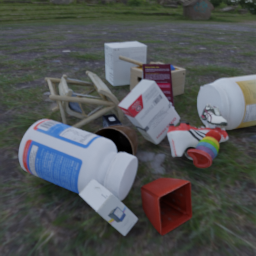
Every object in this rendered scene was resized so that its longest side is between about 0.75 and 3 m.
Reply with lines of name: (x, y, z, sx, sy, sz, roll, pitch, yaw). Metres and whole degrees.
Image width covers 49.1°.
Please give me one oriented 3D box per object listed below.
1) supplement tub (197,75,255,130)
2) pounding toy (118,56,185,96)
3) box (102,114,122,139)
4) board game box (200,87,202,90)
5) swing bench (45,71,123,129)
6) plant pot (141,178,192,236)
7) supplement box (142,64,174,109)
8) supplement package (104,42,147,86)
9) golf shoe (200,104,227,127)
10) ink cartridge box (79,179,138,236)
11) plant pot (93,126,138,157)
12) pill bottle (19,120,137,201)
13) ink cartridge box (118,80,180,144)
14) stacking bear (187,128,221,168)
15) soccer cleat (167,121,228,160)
supplement tub: (4.337, -1.000, 10.948, 2.760, 1.993, 1.993, -9, 28, -17)
pounding toy: (1.192, -2.759, 14.600, 2.408, 1.860, 2.616, -19, 32, -34)
box: (-0.579, 0.066, 10.106, 0.477, 0.834, 0.916, -10, 28, -17)
board game box: (4.400, -1.701, 14.227, 1.085, 0.298, 1.719, 0, 27, -1)
swing bench: (-1.746, -1.117, 10.940, 2.530, 1.642, 2.517, -14, 29, -14)
plant pot: (0.848, 1.750, 6.713, 1.000, 1.001, 0.882, -18, 20, -31)
supplement box: (1.267, -1.675, 12.295, 1.293, 0.723, 2.376, 1, 65, 0)
supplement package: (-0.174, -3.762, 16.302, 2.040, 2.133, 1.569, -9, 28, -19)
golf shoe: (2.904, -0.425, 9.509, 0.521, 0.594, 1.349, 6, 16, -18)
ink cartridge box: (-0.436, 1.756, 6.221, 0.503, 1.149, 0.835, -47, 37, -17)
plant pot: (-0.264, 0.502, 8.858, 1.436, 1.436, 1.536, 9, 17, 18)
pill bottle: (-1.282, 0.893, 7.470, 2.855, 1.602, 1.602, 18, 31, 19)
ink cartridge box: (0.753, -0.533, 9.654, 1.319, 1.828, 0.766, -46, 29, -10)
stacking bear: (2.344, 0.524, 8.188, 0.661, 0.706, 1.162, -4, 38, 48)
soccer cleat: (2.358, 0.487, 9.290, 2.767, 1.178, 0.949, 7, -13, -39)
